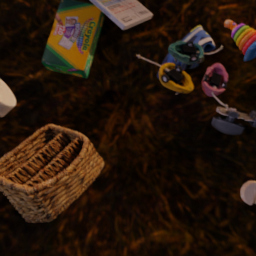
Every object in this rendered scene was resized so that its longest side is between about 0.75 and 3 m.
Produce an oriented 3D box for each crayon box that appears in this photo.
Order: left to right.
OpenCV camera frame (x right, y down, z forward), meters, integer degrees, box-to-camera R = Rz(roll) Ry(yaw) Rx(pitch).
[{"bbox_3d":[-1.617,-2.691,8.442,1.286,0.631,2.166,13,78,3],"label":"crayon box"}]

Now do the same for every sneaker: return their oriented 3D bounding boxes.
[{"bbox_3d":[1.717,-2.091,8.267,2.089,0.773,0.859,-44,84,-8],"label":"sneaker"}]

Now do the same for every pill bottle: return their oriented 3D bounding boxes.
[{"bbox_3d":[-3.869,-0.152,6.260,2.514,1.377,1.377,-38,80,6],"label":"pill bottle"}]

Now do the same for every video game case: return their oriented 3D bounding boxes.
[{"bbox_3d":[-0.412,-3.882,8.561,2.079,0.187,1.489,44,50,8],"label":"video game case"}]

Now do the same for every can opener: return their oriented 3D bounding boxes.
[{"bbox_3d":[3.631,-0.043,8.011,2.426,0.647,0.811,17,111,3],"label":"can opener"}]

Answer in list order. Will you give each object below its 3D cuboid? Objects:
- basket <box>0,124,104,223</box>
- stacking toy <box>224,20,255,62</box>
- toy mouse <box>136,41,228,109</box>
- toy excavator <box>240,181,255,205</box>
[{"bbox_3d":[-1.623,0.807,5.937,1.954,1.394,1.455,-45,109,-44],"label":"basket"},{"bbox_3d":[3.466,-2.834,8.513,0.839,0.794,1.446,-35,68,-4],"label":"stacking toy"},{"bbox_3d":[1.807,-1.533,7.388,2.518,0.487,2.238,41,60,13],"label":"toy mouse"},{"bbox_3d":[4.486,1.768,7.373,2.227,1.112,2.165,-44,80,1],"label":"toy excavator"}]
